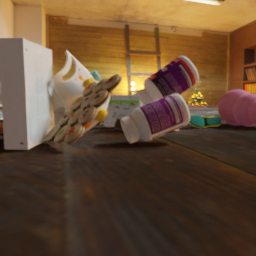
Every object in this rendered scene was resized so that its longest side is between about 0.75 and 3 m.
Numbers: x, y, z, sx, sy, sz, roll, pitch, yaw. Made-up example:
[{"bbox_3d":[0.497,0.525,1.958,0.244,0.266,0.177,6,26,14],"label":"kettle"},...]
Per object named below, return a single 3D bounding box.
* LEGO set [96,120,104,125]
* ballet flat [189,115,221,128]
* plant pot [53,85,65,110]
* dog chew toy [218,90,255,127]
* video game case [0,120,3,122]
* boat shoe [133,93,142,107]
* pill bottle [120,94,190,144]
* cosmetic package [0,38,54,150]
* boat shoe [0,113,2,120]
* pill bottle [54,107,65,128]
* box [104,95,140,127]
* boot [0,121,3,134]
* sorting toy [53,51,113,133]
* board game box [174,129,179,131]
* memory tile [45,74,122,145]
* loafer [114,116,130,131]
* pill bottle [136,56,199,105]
[{"bbox_3d":[-1.541,-0.811,13.331,2.089,1.210,1.606,6,9,43],"label":"LEGO set"},{"bbox_3d":[3.098,-0.220,11.663,1.632,0.545,0.547,1,-16,-20],"label":"ballet flat"},{"bbox_3d":[-3.250,-0.818,10.741,1.769,1.771,1.568,6,9,36],"label":"plant pot"},{"bbox_3d":[5.074,-0.768,11.990,1.627,1.627,2.612,-2,13,-19],"label":"dog chew toy"},{"bbox_3d":[-4.775,-0.103,10.303,1.577,0.150,1.126,-2,-12,-10],"label":"video game case"},{"bbox_3d":[0.323,-0.986,13.423,0.678,0.619,1.883,10,53,28],"label":"boat shoe"},{"bbox_3d":[0.705,-0.220,7.645,1.731,0.972,0.972,-22,11,-10],"label":"pill bottle"},{"bbox_3d":[-2.563,-0.870,7.337,0.665,2.576,1.942,0,7,2],"label":"cosmetic package"},{"bbox_3d":[-5.758,-0.406,11.751,0.860,0.748,2.333,-4,7,-30],"label":"boat shoe"},{"bbox_3d":[-2.068,-0.284,9.781,0.945,0.945,1.737,2,6,22],"label":"pill bottle"},{"bbox_3d":[-0.249,-0.696,11.673,1.470,1.297,0.711,-3,-1,-20],"label":"box"},{"bbox_3d":[-3.987,0.007,9.429,1.180,0.435,0.913,-6,8,-44],"label":"boot"},{"bbox_3d":[-1.525,-1.280,8.779,1.194,2.235,2.012,-11,-41,27],"label":"sorting toy"},{"bbox_3d":[1.000,-0.057,10.207,1.408,0.326,1.067,-1,4,-41],"label":"board game box"},{"bbox_3d":[-1.202,-0.497,7.359,0.192,2.287,1.753,45,-26,-26],"label":"memory tile"},{"bbox_3d":[0.155,-0.176,10.664,1.501,0.533,0.548,-5,8,-37],"label":"loafer"},{"bbox_3d":[1.515,-1.703,11.003,2.309,1.299,1.299,-35,10,-3],"label":"pill bottle"}]
